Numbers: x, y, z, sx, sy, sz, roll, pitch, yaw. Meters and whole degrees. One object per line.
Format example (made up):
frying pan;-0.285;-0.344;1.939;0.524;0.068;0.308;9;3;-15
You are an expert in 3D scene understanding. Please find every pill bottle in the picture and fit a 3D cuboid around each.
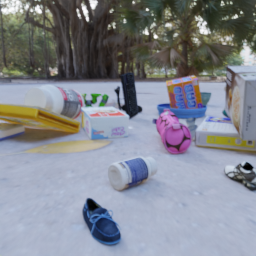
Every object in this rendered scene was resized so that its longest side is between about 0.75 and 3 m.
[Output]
pill bottle;0.115;0.886;5.693;0.968;0.537;0.537;-10;16;-37
pill bottle;-3.023;-1.013;11.582;1.415;1.415;2.557;5;3;20

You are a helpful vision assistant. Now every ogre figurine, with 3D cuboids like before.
ogre figurine;-1.911;-1.113;13.723;1.886;1.131;0.925;-7;18;-26

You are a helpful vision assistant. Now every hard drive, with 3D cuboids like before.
hard drive;-5.094;0.253;9.092;1.871;0.360;2.837;4;13;20

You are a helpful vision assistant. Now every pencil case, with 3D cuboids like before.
pencil case;1.320;0.060;8.539;0.941;0.971;2.073;3;13;-3

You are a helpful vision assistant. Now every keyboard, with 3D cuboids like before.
keyboard;-0.051;-1.377;12.633;0.218;2.112;1.342;14;32;43

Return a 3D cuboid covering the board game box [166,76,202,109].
board game box;2.795;-1.657;14.090;1.506;1.506;1.507;-11;15;10

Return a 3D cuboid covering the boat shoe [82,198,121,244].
boat shoe;-0.451;1.329;4.080;0.418;0.341;0.994;-9;15;-36

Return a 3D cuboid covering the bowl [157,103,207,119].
bowl;2.702;-0.888;14.196;2.505;0.492;2.505;0;12;0

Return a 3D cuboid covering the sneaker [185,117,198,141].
sneaker;2.206;0.108;9.536;0.457;0.534;1.226;-10;27;21

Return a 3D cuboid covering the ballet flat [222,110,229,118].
ballet flat;3.900;-0.427;9.933;1.118;0.377;0.356;6;-20;14

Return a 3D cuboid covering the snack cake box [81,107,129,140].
snack cake box;-0.943;-0.246;10.438;1.342;0.784;2.334;-2;12;-17

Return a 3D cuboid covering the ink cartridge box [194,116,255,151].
ink cartridge box;3.749;0.155;9.084;2.728;0.641;2.696;7;12;21

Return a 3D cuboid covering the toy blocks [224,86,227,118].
toy blocks;5.315;-1.059;11.925;1.586;1.761;1.884;-9;11;-16

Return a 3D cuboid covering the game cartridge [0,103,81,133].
game cartridge;-3.506;-0.334;9.715;2.872;0.466;2.532;4;-9;22

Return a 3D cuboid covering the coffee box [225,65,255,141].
coffee box;3.656;-0.876;8.239;1.137;1.631;2.853;0;20;10

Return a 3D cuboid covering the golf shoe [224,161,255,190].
golf shoe;2.393;0.890;5.815;0.410;0.498;1.054;-5;11;-18

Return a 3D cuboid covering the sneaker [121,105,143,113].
sneaker;0.386;-1.124;15.332;1.417;0.473;0.760;6;16;40

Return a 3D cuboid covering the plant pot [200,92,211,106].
plant pot;4.695;-1.844;17.944;1.203;0.806;1.203;1;12;0
